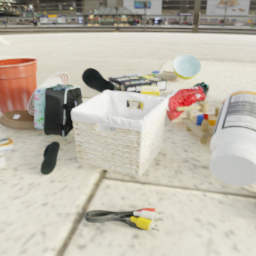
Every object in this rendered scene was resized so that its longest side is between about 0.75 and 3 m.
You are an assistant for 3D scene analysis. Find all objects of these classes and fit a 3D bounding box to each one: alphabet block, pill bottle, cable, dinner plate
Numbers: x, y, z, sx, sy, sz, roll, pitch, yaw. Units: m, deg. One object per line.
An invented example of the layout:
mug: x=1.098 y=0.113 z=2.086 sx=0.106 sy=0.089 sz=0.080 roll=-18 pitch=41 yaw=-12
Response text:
alphabet block: x=0.889 y=-1.263 z=11.657 sx=0.768 sy=0.772 sz=0.786 roll=-1 pitch=23 yaw=2
pill bottle: x=2.794 y=0.193 z=6.906 sx=1.349 sy=1.349 sz=2.318 roll=10 pitch=47 yaw=23
cable: x=-0.039 y=1.640 z=5.390 sx=1.542 sy=0.388 sz=0.749 roll=8 pitch=18 yaw=16
dinner plate: x=-2.772 y=-1.212 z=9.664 sx=0.229 sy=1.890 sz=1.890 roll=42 pitch=34 yaw=7

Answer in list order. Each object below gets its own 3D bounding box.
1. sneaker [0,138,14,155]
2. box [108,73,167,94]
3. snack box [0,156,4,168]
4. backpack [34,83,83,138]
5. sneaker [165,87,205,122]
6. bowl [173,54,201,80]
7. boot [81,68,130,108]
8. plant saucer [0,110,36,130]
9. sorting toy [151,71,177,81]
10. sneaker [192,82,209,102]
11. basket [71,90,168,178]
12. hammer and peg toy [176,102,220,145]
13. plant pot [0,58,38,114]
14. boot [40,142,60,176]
sneaker: x=-3.470 y=0.586 z=7.318 sx=0.960 sy=0.423 sz=0.361 roll=-13 pitch=50 yaw=-43
box: x=0.455 y=-2.237 z=14.152 sx=2.374 sy=0.583 sz=1.914 roll=-11 pitch=24 yaw=-26
snack box: x=-4.484 y=0.855 z=7.203 sx=2.372 sy=0.288 sz=0.853 roll=5 pitch=14 yaw=12
backpack: x=-2.192 y=-0.651 z=9.151 sx=1.392 sy=1.641 sz=1.849 roll=11 pitch=19 yaw=11
sneaker: x=2.157 y=-1.049 z=10.443 sx=1.255 sy=0.851 sz=2.172 roll=-15 pitch=27 yaw=28
bowl: x=3.177 y=-3.194 z=15.478 sx=1.561 sy=0.840 sz=1.561 roll=1 pitch=63 yaw=-1
boot: x=-0.865 y=-1.421 z=10.966 sx=1.861 sy=1.564 sz=0.711 roll=36 pitch=84 yaw=30
plant saucer: x=-3.603 y=-0.309 z=9.765 sx=1.677 sy=0.247 sz=1.677 roll=8 pitch=18 yaw=-3
sorting toy: x=2.366 y=-2.982 z=16.275 sx=2.201 sy=0.300 sz=1.239 roll=10 pitch=29 yaw=21
sneaker: x=3.342 y=-1.712 z=12.564 sx=0.702 sy=0.738 sz=1.863 roll=29 pitch=28 yaw=-4
basket: x=-0.163 y=0.075 z=7.479 sx=1.986 sy=1.612 sz=2.004 roll=10 pitch=24 yaw=21
hammer and peg toy: x=2.549 y=-0.200 z=9.258 sx=1.532 sy=0.735 sz=2.083 roll=-7 pitch=23 yaw=-13
plant pot: x=-4.431 y=-1.640 z=11.016 sx=1.981 sy=1.927 sz=1.981 roll=-1 pitch=23 yaw=1
boot: x=-2.062 y=0.808 z=7.315 sx=0.348 sy=0.912 sz=0.767 roll=21 pitch=-18 yaw=-19
